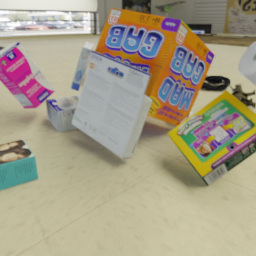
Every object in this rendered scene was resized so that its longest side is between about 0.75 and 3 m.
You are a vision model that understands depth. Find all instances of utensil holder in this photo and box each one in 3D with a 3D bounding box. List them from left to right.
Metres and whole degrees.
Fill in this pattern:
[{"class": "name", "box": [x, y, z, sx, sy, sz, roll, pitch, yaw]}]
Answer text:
[{"class": "utensil holder", "box": [3.598, -1.406, 6.880, 1.383, 1.175, 1.175, 29, 16, -20]}]

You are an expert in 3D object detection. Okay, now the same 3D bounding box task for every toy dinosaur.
[{"class": "toy dinosaur", "box": [4.873, -1.191, 12.319, 1.253, 0.943, 2.450, 0, 26, 33]}]

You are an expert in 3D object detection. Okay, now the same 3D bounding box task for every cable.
[{"class": "cable", "box": [4.513, -2.523, 15.450, 1.821, 0.567, 2.232, -11, 27, -23]}]

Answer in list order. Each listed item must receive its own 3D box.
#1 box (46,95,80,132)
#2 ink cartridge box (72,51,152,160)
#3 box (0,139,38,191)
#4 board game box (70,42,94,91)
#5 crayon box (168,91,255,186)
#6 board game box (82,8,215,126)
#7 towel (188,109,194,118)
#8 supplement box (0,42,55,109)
[{"class": "box", "box": [-2.143, -0.631, 10.785, 1.624, 0.852, 1.493, -13, 27, -27]}, {"class": "ink cartridge box", "box": [-0.485, -0.733, 8.205, 2.466, 2.471, 0.502, 31, 21, 35]}, {"class": "box", "box": [-3.872, 1.145, 6.901, 2.933, 0.721, 1.207, -15, 28, -31]}, {"class": "board game box", "box": [-1.605, -2.202, 9.893, 0.321, 1.475, 1.482, 18, 20, -10]}, {"class": "crayon box", "box": [2.351, 0.211, 7.389, 2.040, 0.595, 1.760, -36, 44, 4]}, {"class": "board game box", "box": [0.725, -1.983, 9.649, 2.807, 2.807, 2.809, 28, 9, 36]}, {"class": "towel", "box": [2.201, -0.565, 11.351, 0.808, 0.227, 0.944, 7, 29, 21]}, {"class": "supplement box", "box": [-3.970, -1.885, 10.451, 1.140, 2.206, 1.117, 4, 47, 46]}]
